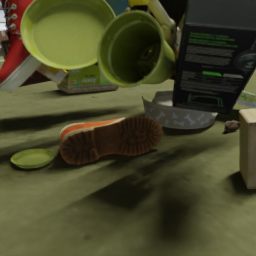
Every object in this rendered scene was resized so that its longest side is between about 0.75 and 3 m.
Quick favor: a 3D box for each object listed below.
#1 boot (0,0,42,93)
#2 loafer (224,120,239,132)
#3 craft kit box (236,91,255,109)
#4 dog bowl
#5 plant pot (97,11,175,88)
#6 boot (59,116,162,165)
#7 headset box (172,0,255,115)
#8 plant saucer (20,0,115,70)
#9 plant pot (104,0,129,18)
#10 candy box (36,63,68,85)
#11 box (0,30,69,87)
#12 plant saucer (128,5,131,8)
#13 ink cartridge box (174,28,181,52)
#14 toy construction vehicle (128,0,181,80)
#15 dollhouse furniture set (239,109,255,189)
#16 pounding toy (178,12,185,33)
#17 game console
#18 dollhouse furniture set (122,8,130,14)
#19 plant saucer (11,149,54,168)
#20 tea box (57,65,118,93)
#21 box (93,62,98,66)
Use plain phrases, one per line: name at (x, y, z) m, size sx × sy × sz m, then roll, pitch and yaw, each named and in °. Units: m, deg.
boot at (-2.590, -2.416, 6.063) m, size 1.070 × 2.956 × 2.133 m, roll -4°, pitch -33°, yaw 48°
loafer at (3.071, -0.067, 8.191) m, size 0.287 × 0.295 × 0.809 m, roll 14°, pitch 23°, yaw 40°
craft kit box at (4.205, -0.918, 9.412) m, size 2.090 × 0.507 × 2.064 m, roll 26°, pitch 13°, yaw 38°
dog bowl at (1.686, -0.634, 9.167) m, size 2.525 × 0.741 × 2.525 m, roll 1°, pitch 17°, yaw 0°
plant pot at (0.247, -1.145, 4.547) m, size 1.124 × 1.124 × 1.033 m, roll 10°, pitch 5°, yaw 29°
boot at (-0.447, 0.134, 6.707) m, size 2.440 × 0.916 × 1.308 m, roll -7°, pitch 14°, yaw -18°
headset box at (1.382, -1.617, 4.345) m, size 1.057 × 1.983 × 2.278 m, roll 8°, pitch -23°, yaw 8°
plant saucer at (-1.189, -2.003, 5.786) m, size 1.934 × 1.934 × 0.300 m, roll -1°, pitch -17°, yaw -4°
plant pot at (-0.376, -3.508, 7.096) m, size 1.037 × 1.540 × 1.540 m, roll 41°, pitch 6°, yaw -20°
candy box at (-2.255, -1.684, 8.191) m, size 0.918 × 0.469 × 0.121 m, roll 33°, pitch 15°, yaw -44°
box at (-2.965, -2.303, 8.757) m, size 1.759 × 1.444 × 1.459 m, roll -16°, pitch 34°, yaw -20°
plant saucer at (0.353, -3.952, 8.204) m, size 1.294 × 0.310 × 1.292 m, roll 24°, pitch -17°, yaw -22°
ink cartridge box at (1.938, -3.068, 9.557) m, size 2.667 × 1.131 × 1.942 m, roll 30°, pitch 47°, yaw -23°
toy construction vehicle at (1.145, -2.096, 5.507) m, size 0.885 × 2.513 × 2.188 m, roll 30°, pitch 71°, yaw 40°
dollhouse furniture set at (3.099, 0.320, 5.014) m, size 1.967 × 1.280 × 1.807 m, roll -4°, pitch 18°, yaw 12°
pounding toy at (2.704, -3.162, 7.283) m, size 2.472 × 2.275 × 1.757 m, roll 13°, pitch 0°, yaw 24°
game console at (0.410, -2.581, 6.453) m, size 1.517 × 2.607 × 2.293 m, roll 27°, pitch 14°, yaw 36°
dollhouse furniture set at (0.335, -3.365, 10.438) m, size 1.225 × 1.748 × 1.232 m, roll -9°, pitch -2°, yaw -8°
plant saucer at (-2.075, 0.680, 6.136) m, size 0.899 × 0.140 × 0.899 m, roll 0°, pitch 17°, yaw 0°
tea box at (-2.095, -3.318, 14.279) m, size 2.791 × 2.746 × 1.865 m, roll -10°, pitch 21°, yaw -28°
box at (-1.166, -2.880, 9.863) m, size 1.761 × 1.076 × 0.934 m, roll 14°, pitch 28°, yaw -24°
